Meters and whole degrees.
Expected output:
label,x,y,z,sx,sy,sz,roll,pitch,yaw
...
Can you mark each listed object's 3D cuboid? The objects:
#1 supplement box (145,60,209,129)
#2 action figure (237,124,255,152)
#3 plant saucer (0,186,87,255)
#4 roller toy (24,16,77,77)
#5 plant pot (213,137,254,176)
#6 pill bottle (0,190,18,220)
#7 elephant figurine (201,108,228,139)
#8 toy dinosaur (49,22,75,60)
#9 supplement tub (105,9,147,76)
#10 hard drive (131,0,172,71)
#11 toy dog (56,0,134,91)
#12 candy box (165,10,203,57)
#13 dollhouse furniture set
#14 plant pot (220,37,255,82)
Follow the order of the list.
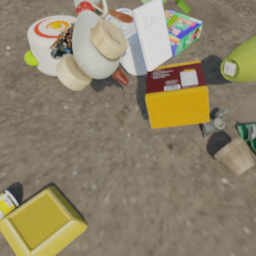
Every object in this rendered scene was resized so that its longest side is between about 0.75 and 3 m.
label,x,y,z,sx,sy,sz,roll,pitch,yaw
supplement box,1.172,-0.833,6.852,1.374,0.925,1.393,-7,38,12
action figure,4.886,0.183,7.925,2.927,0.800,1.729,-7,44,-12
plant saucer,-1.962,2.125,6.314,1.530,0.371,1.530,-34,55,-29
roller toy,-2.523,-3.140,10.415,2.133,1.634,2.338,17,49,15
plant pot,2.834,0.792,7.329,0.886,0.886,0.769,-28,68,-24
pill bottle,-3.030,1.883,6.471,0.477,0.477,0.835,34,56,28
elephant figurine,2.611,-0.139,8.282,0.853,0.662,0.604,-7,24,4
toy dinosaur,-1.604,-2.452,7.975,0.901,1.765,1.198,13,74,-28
supplement tub,0.105,-3.286,10.592,1.600,1.600,2.425,-15,49,-14
hard drive,0.615,-2.258,6.828,0.183,1.446,0.954,15,44,42
toy dog,-0.448,-1.653,5.127,1.606,1.173,2.435,-12,58,41
candy box,1.843,-4.038,11.831,1.768,0.806,2.092,31,55,24
dollhouse furniture set,1.130,-3.828,8.719,1.325,0.868,0.665,34,27,-20
plant pot,3.183,-1.737,7.638,1.318,1.233,1.233,-23,50,-28
